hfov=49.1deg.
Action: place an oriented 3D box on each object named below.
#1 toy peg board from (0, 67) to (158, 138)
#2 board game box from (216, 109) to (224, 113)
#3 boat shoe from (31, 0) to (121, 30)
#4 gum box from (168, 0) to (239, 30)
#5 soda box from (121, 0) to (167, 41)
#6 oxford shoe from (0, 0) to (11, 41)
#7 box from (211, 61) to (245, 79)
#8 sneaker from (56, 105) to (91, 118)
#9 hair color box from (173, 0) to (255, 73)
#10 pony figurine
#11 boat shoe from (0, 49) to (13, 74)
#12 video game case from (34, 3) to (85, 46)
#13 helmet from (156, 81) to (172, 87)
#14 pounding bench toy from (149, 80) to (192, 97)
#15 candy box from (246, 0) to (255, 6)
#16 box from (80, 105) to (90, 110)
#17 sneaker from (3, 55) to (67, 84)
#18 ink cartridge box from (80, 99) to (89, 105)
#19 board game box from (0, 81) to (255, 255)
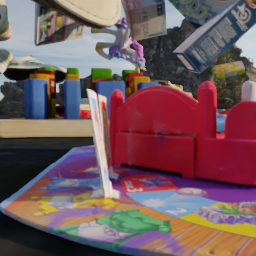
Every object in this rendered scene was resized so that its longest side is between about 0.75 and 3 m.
[{"bbox_3d":[-0.788,-0.638,5.735,2.955,1.445,2.943,-1,3,-10],"label":"toy peg board"},{"bbox_3d":[1.755,-0.273,7.965,2.139,0.502,1.615,1,3,28],"label":"board game box"},{"bbox_3d":[-1.492,-2.623,4.696,2.985,1.072,0.889,30,-22,-17],"label":"boat shoe"},{"bbox_3d":[1.862,-3.553,5.851,2.136,0.560,2.515,27,-42,-37],"label":"gum box"},{"bbox_3d":[0.291,-3.492,7.533,0.931,2.723,0.866,-12,-40,2],"label":"soda box"},{"bbox_3d":[-4.227,-3.792,8.803,0.736,2.079,0.767,-24,-14,-10],"label":"oxford shoe"},{"bbox_3d":[3.109,-1.800,8.756,0.932,0.226,0.547,-6,38,16],"label":"box"},{"bbox_3d":[-1.391,-0.305,7.553,1.404,0.550,0.811,6,1,-18],"label":"sneaker"},{"bbox_3d":[2.732,-2.867,8.199,2.772,0.839,1.386,-42,14,9],"label":"hair color box"},{"bbox_3d":[-0.157,-3.216,9.820,2.270,2.191,1.890,27,37,17],"label":"pony figurine"},{"bbox_3d":[-3.555,-1.801,7.549,1.795,0.557,0.646,20,-27,47],"label":"boat shoe"},{"bbox_3d":[-2.256,-3.742,9.584,1.881,0.237,2.065,-21,-19,-28],"label":"video game case"},{"bbox_3d":[1.106,-0.879,10.648,1.520,1.449,1.520,31,-25,16],"label":"helmet"},{"bbox_3d":[1.911,-1.234,13.526,2.968,1.844,2.315,7,5,28],"label":"pounding bench toy"},{"bbox_3d":[2.960,-2.399,5.266,0.781,0.378,1.338,-32,60,-30],"label":"candy box"},{"bbox_3d":[-0.990,-0.371,8.464,1.155,0.650,0.586,0,3,-22],"label":"box"},{"bbox_3d":[-2.627,-1.780,8.062,1.763,0.824,0.621,1,-35,-8],"label":"sneaker"},{"bbox_3d":[-0.599,-0.580,9.940,2.205,0.913,1.616,2,3,34],"label":"ink cartridge box"},{"bbox_3d":[0.567,-0.001,1.957,2.179,0.537,2.757,0,3,-2],"label":"board game box"}]
